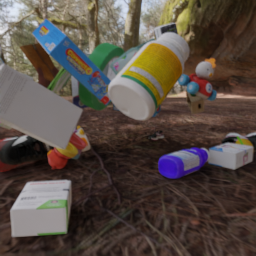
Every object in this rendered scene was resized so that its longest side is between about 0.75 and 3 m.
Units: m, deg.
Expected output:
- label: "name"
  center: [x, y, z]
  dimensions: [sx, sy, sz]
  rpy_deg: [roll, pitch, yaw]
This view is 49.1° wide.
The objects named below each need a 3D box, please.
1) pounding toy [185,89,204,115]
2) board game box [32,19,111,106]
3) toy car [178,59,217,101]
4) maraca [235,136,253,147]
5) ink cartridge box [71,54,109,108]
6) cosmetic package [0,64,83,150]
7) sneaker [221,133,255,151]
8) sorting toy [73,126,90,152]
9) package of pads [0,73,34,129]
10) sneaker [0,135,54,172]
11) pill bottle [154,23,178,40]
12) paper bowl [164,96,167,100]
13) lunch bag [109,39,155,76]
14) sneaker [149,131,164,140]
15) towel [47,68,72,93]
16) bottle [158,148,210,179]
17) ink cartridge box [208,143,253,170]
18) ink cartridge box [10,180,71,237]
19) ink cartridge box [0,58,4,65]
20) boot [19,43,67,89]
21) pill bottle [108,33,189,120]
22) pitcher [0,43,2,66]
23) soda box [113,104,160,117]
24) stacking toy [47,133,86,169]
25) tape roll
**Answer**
- label: "pounding toy"
  center: [2.809, -1.168, 11.276]
  dimensions: [0.719, 1.011, 0.931]
  rpy_deg: [-16, 51, 3]
- label: "board game box"
  center: [-1.678, -2.111, 8.930]
  dimensions: [2.428, 0.693, 2.479]
  rpy_deg: [41, 4, -41]
- label: "toy car"
  center: [2.753, -1.853, 10.108]
  dimensions: [1.247, 1.353, 1.197]
  rpy_deg: [12, 29, -35]
- label: "maraca"
  center: [4.321, 0.714, 10.499]
  dimensions: [0.610, 0.782, 1.140]
  rpy_deg: [-26, 12, 16]
- label: "ink cartridge box"
  center: [-1.692, -2.410, 14.381]
  dimensions: [0.590, 2.726, 2.677]
  rpy_deg: [10, 17, 40]
- label: "cosmetic package"
  center: [-2.349, -0.437, 6.786]
  dimensions: [2.157, 1.161, 0.915]
  rpy_deg: [34, -18, -32]
- label: "sneaker"
  center: [4.654, 0.659, 11.326]
  dimensions: [0.812, 0.756, 1.881]
  rpy_deg: [-18, 9, -38]
- label: "sorting toy"
  center: [-2.473, 0.596, 11.743]
  dimensions: [1.415, 0.840, 1.572]
  rpy_deg: [-22, 15, -13]
- label: "package of pads"
  center: [-4.029, -0.952, 9.981]
  dimensions: [0.630, 1.427, 1.847]
  rpy_deg: [23, -34, -29]
- label: "sneaker"
  center: [-3.334, 0.691, 9.284]
  dimensions: [1.369, 0.990, 2.802]
  rpy_deg: [-13, 4, 20]
- label: "pill bottle"
  center: [1.311, -2.567, 8.956]
  dimensions: [0.728, 1.371, 0.728]
  rpy_deg: [-14, 14, 3]
- label: "paper bowl"
  center: [0.970, -1.956, 13.134]
  dimensions: [1.788, 0.930, 1.788]
  rpy_deg: [3, -33, 2]
- label: "lunch bag"
  center: [0.599, -2.033, 10.428]
  dimensions: [2.218, 1.889, 1.352]
  rpy_deg: [-35, -3, -37]
- label: "sneaker"
  center: [1.358, 0.331, 13.683]
  dimensions: [0.384, 0.412, 0.955]
  rpy_deg: [7, 12, 42]
- label: "towel"
  center: [-2.733, -2.006, 11.655]
  dimensions: [0.326, 1.583, 2.122]
  rpy_deg: [37, 13, -9]
- label: "bottle"
  center: [1.849, 1.039, 8.778]
  dimensions: [2.026, 0.661, 0.846]
  rpy_deg: [-10, 12, -43]
- label: "ink cartridge box"
  center: [3.553, 0.935, 9.658]
  dimensions: [1.351, 0.572, 0.976]
  rpy_deg: [-8, 12, -43]
- label: "ink cartridge box"
  center: [-1.711, 1.599, 5.759]
  dimensions: [0.998, 0.576, 1.372]
  rpy_deg: [-1, 10, -7]
- label: "ink cartridge box"
  center: [-5.285, -2.198, 11.273]
  dimensions: [0.770, 1.330, 2.289]
  rpy_deg: [-32, 25, -18]
- label: "boot"
  center: [-4.177, -2.710, 12.865]
  dimensions: [0.834, 2.436, 2.293]
  rpy_deg: [-19, 13, 46]
- label: "pill bottle"
  center: [0.626, -1.391, 7.162]
  dimensions: [1.287, 1.287, 2.282]
  rpy_deg: [9, 52, 43]
- label: "pitcher"
  center: [-4.349, -2.090, 9.053]
  dimensions: [0.740, 1.221, 1.048]
  rpy_deg: [25, 58, 11]
- label: "soda box"
  center: [0.359, -1.063, 12.228]
  dimensions: [2.039, 0.654, 0.692]
  rpy_deg: [12, 35, 26]
- label: "stacking toy"
  center: [-2.508, 0.550, 9.685]
  dimensions: [1.845, 0.861, 2.038]
  rpy_deg: [37, 9, 4]
- label: "tape roll"
  center: [-1.099, -2.276, 12.639]
  dimensions: [0.716, 2.979, 2.979]
  rpy_deg: [25, 17, 16]
